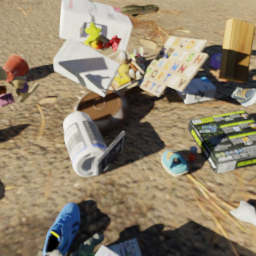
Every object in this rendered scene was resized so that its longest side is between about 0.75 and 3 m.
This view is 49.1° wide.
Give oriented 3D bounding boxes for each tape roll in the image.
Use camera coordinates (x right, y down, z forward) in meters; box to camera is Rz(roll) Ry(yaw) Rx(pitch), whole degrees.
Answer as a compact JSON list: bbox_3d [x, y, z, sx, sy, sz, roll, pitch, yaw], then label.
[{"bbox_3d":[5.248,-3.709,15.673,1.188,0.390,1.188,-1,41,1],"label":"tape roll"}]

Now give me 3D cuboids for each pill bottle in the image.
[{"bbox_3d":[-1.565,0.515,10.087,1.311,1.311,2.305,-14,43,-15],"label":"pill bottle"}]

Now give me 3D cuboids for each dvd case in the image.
[{"bbox_3d":[-0.480,0.723,7.697,0.095,0.887,1.193,34,61,16],"label":"dvd case"}]

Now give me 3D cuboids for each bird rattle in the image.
[{"bbox_3d":[-0.943,-3.008,9.683,1.313,0.740,1.070,9,-13,-36],"label":"bird rattle"}]

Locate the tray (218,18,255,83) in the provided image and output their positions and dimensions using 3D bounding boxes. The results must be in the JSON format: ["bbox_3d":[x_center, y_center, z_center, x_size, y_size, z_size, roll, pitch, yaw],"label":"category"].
[{"bbox_3d":[4.209,-2.939,10.806,1.102,2.234,0.414,7,3,-20],"label":"tray"}]

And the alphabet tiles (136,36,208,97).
[{"bbox_3d":[1.565,-2.210,10.083,2.388,0.108,2.856,-54,30,3],"label":"alphabet tiles"}]

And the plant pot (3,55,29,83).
[{"bbox_3d":[-5.863,-2.930,14.304,1.153,1.153,1.121,11,50,12],"label":"plant pot"}]

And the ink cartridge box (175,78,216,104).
[{"bbox_3d":[3.031,-1.742,13.216,1.850,0.617,1.071,-11,42,-12],"label":"ink cartridge box"}]

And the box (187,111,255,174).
[{"bbox_3d":[3.953,0.434,10.736,2.571,0.611,2.483,-10,40,-11],"label":"box"}]

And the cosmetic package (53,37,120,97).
[{"bbox_3d":[-1.556,-2.281,10.582,2.190,0.929,1.178,30,69,-3],"label":"cosmetic package"}]

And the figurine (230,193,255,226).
[{"bbox_3d":[4.300,2.578,8.212,1.955,0.841,1.907,-24,38,-24],"label":"figurine"}]

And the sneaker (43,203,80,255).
[{"bbox_3d":[-1.827,2.824,7.851,0.644,0.766,1.953,5,40,9],"label":"sneaker"}]

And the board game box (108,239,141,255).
[{"bbox_3d":[-0.080,3.410,7.543,0.801,0.257,0.591,-12,43,-12],"label":"board game box"}]

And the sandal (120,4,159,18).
[{"bbox_3d":[0.474,-4.671,11.299,1.548,0.422,0.632,-7,48,-5],"label":"sandal"}]

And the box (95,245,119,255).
[{"bbox_3d":[-0.274,4.384,5.526,2.546,1.395,2.885,22,45,22],"label":"box"}]

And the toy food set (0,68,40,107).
[{"bbox_3d":[-4.264,-1.278,9.353,2.547,1.619,0.401,11,48,-55],"label":"toy food set"}]

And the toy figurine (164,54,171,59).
[{"bbox_3d":[1.562,-3.034,12.203,0.463,0.774,0.408,46,63,7],"label":"toy figurine"}]

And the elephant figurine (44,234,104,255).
[{"bbox_3d":[-1.315,3.501,6.924,1.303,1.680,1.188,-32,67,16],"label":"elephant figurine"}]

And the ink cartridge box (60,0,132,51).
[{"bbox_3d":[-1.399,-4.336,11.540,2.721,1.147,1.969,7,38,-18],"label":"ink cartridge box"}]

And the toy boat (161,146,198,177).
[{"bbox_3d":[1.858,1.081,9.940,1.372,0.638,1.153,-20,44,-21],"label":"toy boat"}]

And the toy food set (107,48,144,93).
[{"bbox_3d":[-0.348,-2.877,13.947,2.033,0.856,2.833,-27,47,-7],"label":"toy food set"}]

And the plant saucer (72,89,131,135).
[{"bbox_3d":[-1.187,-0.859,11.949,2.594,0.474,2.594,-4,50,4],"label":"plant saucer"}]

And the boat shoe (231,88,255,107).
[{"bbox_3d":[2.434,-0.685,5.830,0.399,0.879,0.311,34,86,7],"label":"boat shoe"}]

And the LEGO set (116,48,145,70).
[{"bbox_3d":[0.275,-4.084,15.675,1.156,0.935,2.513,-19,45,-19],"label":"LEGO set"}]
